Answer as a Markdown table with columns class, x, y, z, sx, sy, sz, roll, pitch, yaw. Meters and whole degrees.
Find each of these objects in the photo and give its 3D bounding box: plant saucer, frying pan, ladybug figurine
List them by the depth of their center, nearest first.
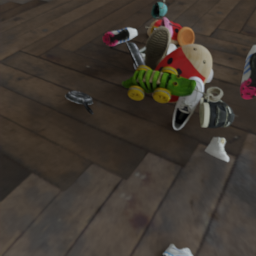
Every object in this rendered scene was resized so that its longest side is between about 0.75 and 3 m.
| class | x | y | z | sx | sy | sz | roll | pitch | yaw |
| --- | --- | --- | --- | --- | --- | --- | --- | --- | --- |
| ladybug figurine | 1.570 | -1.651 | 8.872 | 1.545 | 2.276 | 0.819 | 52 | 31 | 8 |
| frying pan | -1.621 | -0.914 | 9.317 | 0.973 | 0.262 | 1.608 | 13 | 19 | -14 |
| frying pan | 0.447 | -1.870 | 9.403 | 0.385 | 2.368 | 1.433 | -25 | 49 | 5 |
| plant saucer | 2.670 | -4.119 | 12.781 | 0.921 | 0.921 | 0.172 | -20 | 17 | -20 |
| ladybug figurine | 1.884 | -4.618 | 13.411 | 2.086 | 0.750 | 1.416 | 25 | 49 | 24 |

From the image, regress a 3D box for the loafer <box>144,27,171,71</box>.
| class | x | y | z | sx | sy | sz | roll | pitch | yaw |
| --- | --- | --- | --- | --- | --- | --- | --- | --- | --- |
| loafer | 1.003 | -2.679 | 10.125 | 0.787 | 2.080 | 0.710 | 24 | 38 | 7 |

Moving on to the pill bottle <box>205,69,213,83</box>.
| class | x | y | z | sx | sy | sz | roll | pitch | yaw |
| --- | --- | --- | --- | --- | --- | --- | --- | --- | --- |
| pill bottle | 2.364 | -2.041 | 10.422 | 1.441 | 0.787 | 0.787 | 5 | 42 | -14 |

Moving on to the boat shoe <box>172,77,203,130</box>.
| class | x | y | z | sx | sy | sz | roll | pitch | yaw |
| --- | --- | --- | --- | --- | --- | --- | --- | --- | --- |
| boat shoe | 1.764 | -0.655 | 8.378 | 0.655 | 1.779 | 0.581 | 18 | 42 | 9 |

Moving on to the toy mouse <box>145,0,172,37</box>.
| class | x | y | z | sx | sy | sz | roll | pitch | yaw |
| --- | --- | --- | --- | --- | --- | --- | --- | --- | --- |
| toy mouse | 1.417 | -4.323 | 11.447 | 0.460 | 2.111 | 2.375 | -9 | 56 | -13 |

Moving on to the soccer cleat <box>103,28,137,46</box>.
| class | x | y | z | sx | sy | sz | roll | pitch | yaw |
| --- | --- | --- | --- | --- | --- | --- | --- | --- | --- |
| soccer cleat | -0.229 | -2.574 | 7.961 | 1.142 | 0.399 | 0.493 | 6 | 22 | 45 |

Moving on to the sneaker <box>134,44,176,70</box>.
| class | x | y | z | sx | sy | sz | roll | pitch | yaw |
| --- | --- | --- | --- | --- | --- | --- | --- | --- | --- |
| sneaker | 1.220 | -3.176 | 11.805 | 0.870 | 0.843 | 2.381 | 34 | 53 | 31 |

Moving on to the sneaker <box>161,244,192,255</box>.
| class | x | y | z | sx | sy | sz | roll | pitch | yaw |
| --- | --- | --- | --- | --- | --- | --- | --- | --- | --- |
| sneaker | 1.272 | 2.768 | 5.813 | 1.086 | 0.407 | 0.470 | 24 | 43 | 23 |

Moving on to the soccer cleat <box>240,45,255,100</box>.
| class | x | y | z | sx | sy | sz | roll | pitch | yaw |
| --- | --- | --- | --- | --- | --- | --- | --- | --- | --- |
| soccer cleat | 3.221 | -1.420 | 7.185 | 0.506 | 1.447 | 0.625 | 7 | 44 | 12 |

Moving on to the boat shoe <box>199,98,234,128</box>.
| class | x | y | z | sx | sy | sz | roll | pitch | yaw |
| --- | --- | --- | --- | --- | --- | --- | --- | --- | --- |
| boat shoe | 2.485 | -0.437 | 8.150 | 0.828 | 0.880 | 2.449 | -2 | 9 | 10 |

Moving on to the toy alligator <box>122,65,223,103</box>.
| class | x | y | z | sx | sy | sz | roll | pitch | yaw |
| --- | --- | --- | --- | --- | --- | --- | --- | --- | --- |
| toy alligator | 1.071 | -1.243 | 7.682 | 2.938 | 0.706 | 0.974 | 8 | 64 | 24 |

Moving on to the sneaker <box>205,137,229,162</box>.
| class | x | y | z | sx | sy | sz | roll | pitch | yaw |
| --- | --- | --- | --- | --- | --- | --- | --- | --- | --- |
| sneaker | 2.486 | 0.538 | 7.610 | 0.364 | 0.570 | 0.987 | 26 | 5 | -18 |
